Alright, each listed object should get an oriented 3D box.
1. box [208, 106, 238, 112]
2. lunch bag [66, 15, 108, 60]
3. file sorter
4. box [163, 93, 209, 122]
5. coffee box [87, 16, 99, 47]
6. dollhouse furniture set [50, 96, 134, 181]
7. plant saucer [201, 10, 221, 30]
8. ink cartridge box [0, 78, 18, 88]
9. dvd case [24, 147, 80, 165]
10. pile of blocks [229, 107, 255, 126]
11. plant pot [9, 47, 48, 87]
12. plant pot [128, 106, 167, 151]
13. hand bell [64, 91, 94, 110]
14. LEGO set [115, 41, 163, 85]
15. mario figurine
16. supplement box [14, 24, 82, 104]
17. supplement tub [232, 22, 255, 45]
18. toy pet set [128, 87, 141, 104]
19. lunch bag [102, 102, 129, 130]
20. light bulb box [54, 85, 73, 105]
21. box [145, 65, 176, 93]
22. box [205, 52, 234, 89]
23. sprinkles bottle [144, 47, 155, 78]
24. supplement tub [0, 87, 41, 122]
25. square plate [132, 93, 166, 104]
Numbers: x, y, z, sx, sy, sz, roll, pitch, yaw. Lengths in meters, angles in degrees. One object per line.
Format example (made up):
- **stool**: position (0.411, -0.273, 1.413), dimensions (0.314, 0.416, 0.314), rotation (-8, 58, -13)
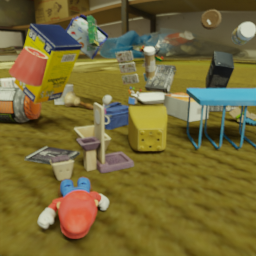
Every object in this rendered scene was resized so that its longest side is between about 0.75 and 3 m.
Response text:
- **box**: position (4.574, -1.158, 14.201), dimensions (1.580, 0.388, 1.274), rotation (-1, 16, -4)
- **lunch bag**: position (-1.873, -4.217, 12.833), dimensions (1.693, 1.233, 1.991), rotation (36, 21, -12)
- **file sorter**: position (3.523, -0.329, 9.413), dimensions (2.838, 1.741, 1.969), rotation (-1, 18, 0)
- **box**: position (2.612, -0.981, 12.801), dimensions (1.145, 0.897, 1.841), rotation (-10, 20, -29)
- **coffee box**: position (-1.441, -3.943, 11.513), dimensions (0.242, 1.099, 0.676), rotation (-5, 0, 10)
- **dollhouse furniture set**: position (-1.403, -0.091, 8.253), dimensions (2.219, 1.988, 2.801), rotation (-8, 20, -24)
- **plant saucer**: position (3.839, -5.046, 13.009), dimensions (0.932, 0.932, 0.137), rotation (8, 1, 22)
- **ink cartridge box**: position (-6.843, -2.424, 16.967), dimensions (1.503, 1.101, 0.622), rotation (-10, 21, -26)
- **dvd case**: position (-2.273, 0.845, 8.432), dimensions (1.313, 0.105, 0.976), rotation (7, 19, 20)
- **pile of blocks**: position (5.014, -0.334, 11.738), dimensions (1.531, 0.629, 0.476), rotation (27, -12, 37)
- **plant pot**: position (-2.526, -1.613, 7.273), dimensions (0.872, 0.772, 0.872), rotation (28, 18, -10)
- **plant pot**: position (0.649, 0.128, 8.967), dimensions (1.263, 1.271, 1.300), rotation (0, 25, -1)
- **hand bell**: position (-2.369, -1.244, 14.265), dimensions (1.610, 0.838, 0.838), rotation (21, 25, 23)
- **LEGO set**: position (0.767, -3.005, 13.115), dimensions (2.392, 1.787, 0.587), rotation (-5, 44, 13)
- **mario figurine**: position (-1.033, 1.611, 5.480), dimensions (1.140, 0.979, 1.847), rotation (-39, 12, -4)
- **supplement box**: position (-2.800, -2.181, 9.665), dimensions (1.270, 2.334, 1.278), rotation (43, 35, 16)
- **supplement tub**: position (4.019, -3.283, 9.741), dimensions (0.599, 0.599, 0.828), rotation (1, 1, 2)
- **toy pet set**: position (0.202, -1.766, 15.341), dimensions (0.488, 0.858, 0.919), rotation (-5, 16, -42)
- **lunch bag**: position (-0.571, -0.561, 11.495), dimensions (1.359, 0.899, 0.923), rotation (-18, 25, -42)
- **light bulb box**: position (-3.483, -1.806, 15.195), dimensions (0.996, 1.005, 0.627), rotation (-1, 16, -3)
- **box**: position (1.444, -2.188, 12.422), dimensions (1.043, 0.318, 1.316), rotation (9, 64, 27)
- **box**: position (3.886, -2.313, 11.997), dimensions (0.780, 1.495, 1.106), rotation (11, 47, 4)
- **sprinkles bottle**: position (0.846, -2.540, 10.954), dimensions (0.408, 1.196, 0.408), rotation (-4, 42, 4)
- **supplement tub**: position (-5.061, -0.988, 11.882), dimensions (2.420, 1.483, 1.483), rotation (3, 18, 7)
- **square plate**: position (1.411, -1.693, 16.033), dimensions (1.984, 0.285, 2.003), rotation (-6, 19, -17)
